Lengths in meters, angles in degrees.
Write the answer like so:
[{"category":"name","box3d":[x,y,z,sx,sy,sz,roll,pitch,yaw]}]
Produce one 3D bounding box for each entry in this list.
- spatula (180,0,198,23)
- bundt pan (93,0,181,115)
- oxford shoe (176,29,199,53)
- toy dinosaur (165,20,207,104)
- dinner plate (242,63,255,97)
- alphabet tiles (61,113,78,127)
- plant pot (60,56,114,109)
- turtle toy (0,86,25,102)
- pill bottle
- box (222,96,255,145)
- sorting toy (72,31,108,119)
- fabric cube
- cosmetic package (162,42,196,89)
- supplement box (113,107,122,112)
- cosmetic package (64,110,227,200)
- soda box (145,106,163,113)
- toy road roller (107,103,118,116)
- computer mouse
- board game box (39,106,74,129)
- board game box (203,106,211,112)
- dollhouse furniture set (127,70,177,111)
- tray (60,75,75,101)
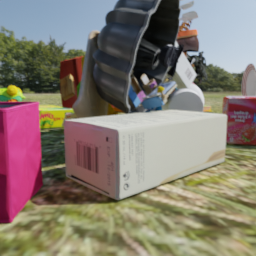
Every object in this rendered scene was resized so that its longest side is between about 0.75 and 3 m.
[{"category":"spatula","box3d":[1.360,-3.577,8.461,1.350,0.939,0.108,-17,22,8]},{"category":"bundt pan","box3d":[0.134,-1.468,5.465,0.940,2.506,2.506,22,15,16]},{"category":"oxford shoe","box3d":[1.158,-2.346,8.362,1.997,0.724,0.711,-14,5,3]},{"category":"toy dinosaur","box3d":[1.698,-2.195,9.335,1.996,2.942,1.503,2,38,-51]},{"category":"dinner plate","box3d":[3.596,-1.245,8.203,0.154,1.270,1.270,0,8,6]},{"category":"alphabet tiles","box3d":[-1.457,-0.370,8.555,1.147,0.086,1.173,-20,-17,-31]},{"category":"plant pot","box3d":[-1.688,-2.175,13.106,2.801,2.468,2.798,-21,18,-27]},{"category":"turtle toy","box3d":[-6.532,-1.424,14.189,2.511,1.269,1.830,-3,4,-12]},{"category":"pill bottle","box3d":[1.946,-1.054,10.440,1.515,1.515,2.699,0,18,2]},{"category":"box","box3d":[3.432,-0.192,6.590,2.265,1.081,1.129,2,9,12]},{"category":"sorting toy","box3d":[-0.697,-0.765,5.758,0.329,1.805,1.670,2,-27,12]},{"category":"fabric cube","box3d":[-1.686,0.298,3.165,1.124,1.142,1.145,1,8,-2]},{"category":"cosmetic package","box3d":[0.543,-1.957,7.450,1.680,0.576,2.228,9,-31,52]},{"category":"supplement box","box3d":[-0.051,-1.265,15.087,1.214,0.708,1.927,6,10,34]},{"category":"cosmetic package","box3d":[0.370,0.247,4.377,2.433,0.865,1.280,-7,11,-40]},{"category":"soda box","box3d":[1.281,-1.198,13.584,0.960,1.015,2.992,3,9,18]},{"category":"toy road roller","box3d":[-0.480,-0.207,7.126,1.111,0.811,0.682,9,32,26]},{"category":"computer mouse","box3d":[0.742,-1.242,5.411,0.251,0.766,1.091,23,25,17]},{"category":"board game box","box3d":[-2.928,-0.437,9.944,1.243,0.583,2.447,-5,10,-30]},{"category":"board game box","box3d":[3.303,-1.097,15.372,1.224,0.384,2.563,-6,13,-32]},{"category":"dollhouse furniture set","box3d":[0.453,-0.883,5.386,1.021,0.666,0.964,-8,29,48]},{"category":"tray","box3d":[-1.707,-1.136,7.841,0.371,0.752,0.139,-26,-39,14]}]
